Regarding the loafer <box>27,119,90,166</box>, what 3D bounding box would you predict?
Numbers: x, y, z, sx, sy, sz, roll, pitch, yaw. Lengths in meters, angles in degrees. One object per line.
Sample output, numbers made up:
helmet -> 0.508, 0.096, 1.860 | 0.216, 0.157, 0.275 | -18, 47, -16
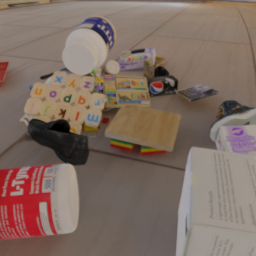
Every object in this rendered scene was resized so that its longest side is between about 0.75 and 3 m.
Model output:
loafer -> -2.102, 0.181, 8.423 | 2.844, 0.998, 0.966 | 25, 12, 41

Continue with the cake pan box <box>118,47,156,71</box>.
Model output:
cake pan box -> 0.538, -3.975, 16.058 | 1.986, 0.564, 2.156 | -3, 32, 12

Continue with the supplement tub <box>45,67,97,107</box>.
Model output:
supplement tub -> -2.373, -1.818, 11.889 | 1.589, 1.589, 2.265 | 8, 32, 13

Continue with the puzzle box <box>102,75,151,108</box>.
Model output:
puzzle box -> -0.065, -1.488, 11.443 | 1.974, 1.313, 0.251 | -3, -14, -26

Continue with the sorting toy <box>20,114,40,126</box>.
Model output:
sorting toy -> -3.686, -0.483, 10.911 | 1.095, 0.585, 0.986 | 25, 59, 34

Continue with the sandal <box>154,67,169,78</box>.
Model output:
sandal -> 1.704, -2.730, 14.338 | 0.869, 0.553, 2.311 | 2, 32, 3

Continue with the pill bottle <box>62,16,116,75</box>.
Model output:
pill bottle -> -1.473, -3.101, 10.611 | 1.576, 1.576, 2.634 | 5, 38, 9

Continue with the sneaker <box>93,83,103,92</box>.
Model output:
sneaker -> -0.934, -1.946, 13.005 | 0.762, 0.638, 1.721 | -27, 41, -32

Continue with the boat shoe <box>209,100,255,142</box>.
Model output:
boat shoe -> 3.533, -0.260, 10.079 | 2.826, 1.000, 1.283 | -16, 34, -36

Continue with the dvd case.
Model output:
dvd case -> 2.895, -1.526, 11.943 | 1.234, 0.133, 1.660 | -16, 22, -5

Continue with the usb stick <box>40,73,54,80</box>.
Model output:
usb stick -> -4.185, -2.727, 14.726 | 0.255, 0.150, 0.918 | 33, 44, 32

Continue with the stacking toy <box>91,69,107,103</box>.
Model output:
stacking toy -> -1.077, -1.547, 10.165 | 0.279, 0.894, 1.186 | -14, 35, -11

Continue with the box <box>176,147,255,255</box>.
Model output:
box -> 1.735, 1.856, 5.535 | 1.371, 2.097, 2.086 | 8, 33, 8

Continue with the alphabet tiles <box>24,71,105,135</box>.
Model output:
alphabet tiles -> -2.243, -0.845, 10.093 | 2.707, 0.198, 2.648 | 10, 63, 1

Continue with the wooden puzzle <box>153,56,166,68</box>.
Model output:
wooden puzzle -> 1.405, -3.778, 16.358 | 1.370, 0.237, 2.031 | 22, 38, 38

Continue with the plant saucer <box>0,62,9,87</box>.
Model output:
plant saucer -> -7.558, -2.526, 14.048 | 2.891, 0.532, 2.897 | -8, 34, -12

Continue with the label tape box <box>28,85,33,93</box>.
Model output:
label tape box -> -4.088, -1.688, 12.891 | 0.727, 0.319, 1.008 | -18, 36, -26

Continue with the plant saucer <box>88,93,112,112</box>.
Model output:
plant saucer -> -1.102, -1.047, 11.782 | 1.571, 0.287, 1.571 | -6, 30, 4

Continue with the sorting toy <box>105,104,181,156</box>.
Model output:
sorting toy -> 0.551, 0.131, 9.460 | 2.132, 0.746, 2.145 | 13, 32, 11

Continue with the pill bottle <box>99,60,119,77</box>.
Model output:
pill bottle -> -0.857, -2.504, 12.365 | 0.647, 0.647, 1.112 | -16, -2, -24

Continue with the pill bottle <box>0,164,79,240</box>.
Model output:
pill bottle -> -2.557, 1.666, 6.239 | 2.730, 1.532, 1.532 | -5, 32, -4

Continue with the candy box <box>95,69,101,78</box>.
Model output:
candy box -> -1.282, -2.699, 14.594 | 0.894, 0.231, 1.749 | -22, 38, -27

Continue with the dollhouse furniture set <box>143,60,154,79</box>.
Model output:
dollhouse furniture set -> 0.629, -2.597, 13.719 | 1.209, 0.985, 1.150 | -18, 36, -27

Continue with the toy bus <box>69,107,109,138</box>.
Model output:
toy bus -> -1.447, -0.408, 10.470 | 1.387, 0.717, 1.309 | 19, 37, 29

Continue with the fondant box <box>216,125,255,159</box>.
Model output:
fondant box -> 3.636, 1.064, 7.498 | 1.892, 0.764, 2.623 | -3, 43, 2

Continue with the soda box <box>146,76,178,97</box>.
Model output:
soda box -> 1.197, -1.883, 12.855 | 2.080, 0.659, 0.736 | -9, 33, -11
